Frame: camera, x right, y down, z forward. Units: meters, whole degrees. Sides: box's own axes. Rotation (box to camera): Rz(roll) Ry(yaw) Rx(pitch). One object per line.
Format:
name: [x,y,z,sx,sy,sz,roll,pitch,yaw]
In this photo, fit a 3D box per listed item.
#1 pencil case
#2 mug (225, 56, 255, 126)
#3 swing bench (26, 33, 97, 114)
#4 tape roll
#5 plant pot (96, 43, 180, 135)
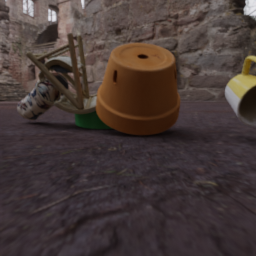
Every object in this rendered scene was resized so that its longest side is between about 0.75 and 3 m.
pencil case: [-3.736,-1.135,11.566,1.006,1.156,2.585,-9,-11,-40]
mug: [3.302,-0.977,7.441,1.218,1.520,1.248,23,23,-18]
swing bench: [-2.124,-1.942,10.673,1.783,2.748,2.734,-24,16,3]
tape roll: [-0.784,-0.539,11.257,2.693,0.647,2.693,-3,12,1]
plant pot: [0.361,-1.386,8.802,2.777,1.944,2.777,3,38,-2]
